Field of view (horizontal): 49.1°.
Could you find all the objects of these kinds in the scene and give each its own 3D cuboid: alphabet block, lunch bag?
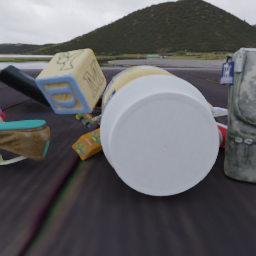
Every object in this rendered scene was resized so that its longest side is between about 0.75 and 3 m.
[{"bbox_3d":[-1.184,-0.984,6.029,0.979,0.984,1.003,1,46,24],"label":"alphabet block"},{"bbox_3d":[2.753,-0.219,4.434,2.445,2.050,1.703,7,16,25],"label":"lunch bag"}]

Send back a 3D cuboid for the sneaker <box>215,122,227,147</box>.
[{"bbox_3d":[1.486,0.039,6.287,0.926,0.586,1.646,-1,14,-33],"label":"sneaker"}]

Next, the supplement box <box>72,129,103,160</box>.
[{"bbox_3d":[-0.635,0.268,5.717,0.362,0.374,1.087,50,31,7],"label":"supplement box"}]

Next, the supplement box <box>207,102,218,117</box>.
[{"bbox_3d":[1.870,-0.438,7.285,0.599,0.350,0.951,41,-3,1],"label":"supplement box"}]

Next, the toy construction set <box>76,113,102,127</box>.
[{"bbox_3d":[-0.992,-0.358,7.167,0.934,0.612,0.430,43,-7,-37],"label":"toy construction set"}]

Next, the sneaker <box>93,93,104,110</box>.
[{"bbox_3d":[-0.465,-0.878,9.640,2.046,0.788,0.838,-9,19,-20],"label":"sneaker"}]

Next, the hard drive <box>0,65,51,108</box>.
[{"bbox_3d":[-3.763,-1.636,10.535,1.901,0.448,2.724,31,4,-23],"label":"hard drive"}]

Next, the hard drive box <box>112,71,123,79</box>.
[{"bbox_3d":[0.217,-1.082,7.745,0.447,0.906,1.163,-25,-6,36],"label":"hard drive box"}]

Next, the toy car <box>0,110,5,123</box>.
[{"bbox_3d":[-3.273,-0.209,6.742,0.761,0.652,0.870,8,-27,12],"label":"toy car"}]

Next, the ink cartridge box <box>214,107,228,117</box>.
[{"bbox_3d":[2.709,-0.512,9.291,1.165,0.216,0.552,-6,16,-31],"label":"ink cartridge box"}]

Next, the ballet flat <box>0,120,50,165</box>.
[{"bbox_3d":[-2.428,0.234,5.029,2.315,0.837,0.785,4,16,15],"label":"ballet flat"}]

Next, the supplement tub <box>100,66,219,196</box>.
[{"bbox_3d":[0.376,-0.099,4.545,1.651,1.651,2.286,-1,17,-4],"label":"supplement tub"}]
